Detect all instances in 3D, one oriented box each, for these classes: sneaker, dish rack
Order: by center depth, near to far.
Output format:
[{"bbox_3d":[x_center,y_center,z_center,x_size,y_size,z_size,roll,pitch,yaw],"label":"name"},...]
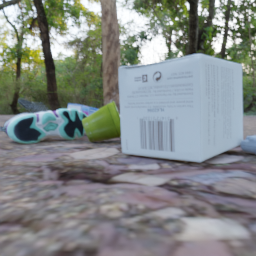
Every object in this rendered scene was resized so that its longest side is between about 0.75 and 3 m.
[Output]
[{"bbox_3d":[-3.007,-0.148,9.998,2.937,1.142,2.055,-3,6,-41],"label":"sneaker"},{"bbox_3d":[-4.428,-0.790,14.433,2.452,0.669,1.880,41,2,-2],"label":"dish rack"}]

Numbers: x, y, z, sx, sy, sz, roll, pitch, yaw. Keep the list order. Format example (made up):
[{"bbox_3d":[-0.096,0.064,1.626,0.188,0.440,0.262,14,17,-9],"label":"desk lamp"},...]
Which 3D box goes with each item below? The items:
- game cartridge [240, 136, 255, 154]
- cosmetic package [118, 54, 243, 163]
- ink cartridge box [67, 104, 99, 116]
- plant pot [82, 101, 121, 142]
[{"bbox_3d":[4.279,0.425,6.738,2.603,0.541,1.733,-2,9,-29],"label":"game cartridge"},{"bbox_3d":[1.352,-0.488,6.814,2.106,2.093,2.516,1,6,39],"label":"cosmetic package"},{"bbox_3d":[-1.384,-0.405,11.764,2.086,0.796,1.423,14,0,-35],"label":"ink cartridge box"},{"bbox_3d":[-0.825,-0.093,9.137,1.191,1.236,1.236,-20,6,-4],"label":"plant pot"}]
